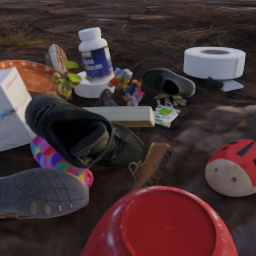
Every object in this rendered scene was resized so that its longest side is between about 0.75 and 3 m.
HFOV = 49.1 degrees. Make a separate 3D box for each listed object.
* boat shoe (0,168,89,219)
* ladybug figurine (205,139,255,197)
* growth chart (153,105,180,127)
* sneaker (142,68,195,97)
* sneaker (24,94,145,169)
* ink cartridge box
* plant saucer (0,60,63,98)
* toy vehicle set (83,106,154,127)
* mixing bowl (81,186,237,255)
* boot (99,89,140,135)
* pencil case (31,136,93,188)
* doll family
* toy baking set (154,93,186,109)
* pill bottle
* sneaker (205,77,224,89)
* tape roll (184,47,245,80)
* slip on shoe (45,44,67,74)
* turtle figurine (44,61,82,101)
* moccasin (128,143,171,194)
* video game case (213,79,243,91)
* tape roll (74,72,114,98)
[{"bbox_3d":[-1.807,1.238,5.131,2.304,0.827,0.872,-2,70,7],"label":"boat shoe"},{"bbox_3d":[2.483,0.776,6.203,1.272,0.674,1.875,24,38,34],"label":"ladybug figurine"},{"bbox_3d":[1.096,-0.386,8.755,0.847,0.104,1.171,15,35,24],"label":"growth chart"},{"bbox_3d":[1.173,-1.632,9.750,2.134,0.798,1.134,22,19,34],"label":"sneaker"},{"bbox_3d":[-0.528,0.347,5.516,2.833,1.083,1.623,31,2,-37],"label":"sneaker"},{"bbox_3d":[-3.174,-0.456,7.091,1.201,1.660,1.222,-15,31,4],"label":"ink cartridge box"},{"bbox_3d":[-3.418,-1.727,10.131,2.618,0.423,2.618,16,28,-8],"label":"plant saucer"},{"bbox_3d":[-0.580,-0.235,7.010,2.397,0.318,1.490,-1,-6,7],"label":"toy vehicle set"},{"bbox_3d":[0.441,1.644,3.660,2.362,1.279,2.362,1,37,-1],"label":"mixing bowl"},{"bbox_3d":[-0.193,-0.477,8.408,1.479,0.588,1.699,8,47,3],"label":"boot"},{"bbox_3d":[-1.518,0.770,6.134,0.822,0.822,1.861,-18,34,-28],"label":"pencil case"},{"bbox_3d":[-0.019,-1.325,9.370,1.520,0.944,0.685,47,47,7],"label":"doll family"},{"bbox_3d":[1.412,-0.972,9.715,1.299,0.151,0.997,-16,34,-25],"label":"toy baking set"},{"bbox_3d":[-0.966,-2.121,8.224,0.824,1.484,0.824,-11,25,5],"label":"pill bottle"},{"bbox_3d":[3.255,-1.718,10.682,0.775,0.296,0.444,30,4,43],"label":"sneaker"},{"bbox_3d":[3.671,-2.829,12.013,2.503,0.875,2.503,0,25,0],"label":"tape roll"},{"bbox_3d":[-3.211,-2.873,12.395,0.812,1.019,2.681,-40,41,10],"label":"slip on shoe"},{"bbox_3d":[-1.956,-1.058,8.404,0.666,1.667,2.067,19,45,-29],"label":"turtle figurine"},{"bbox_3d":[0.336,0.812,5.336,0.539,0.511,1.396,14,57,27],"label":"moccasin"},{"bbox_3d":[3.821,-1.778,11.117,0.860,0.108,1.201,-12,33,-15],"label":"video game case"},{"bbox_3d":[-1.270,-1.668,10.534,1.516,0.530,1.516,-1,30,0],"label":"tape roll"}]
